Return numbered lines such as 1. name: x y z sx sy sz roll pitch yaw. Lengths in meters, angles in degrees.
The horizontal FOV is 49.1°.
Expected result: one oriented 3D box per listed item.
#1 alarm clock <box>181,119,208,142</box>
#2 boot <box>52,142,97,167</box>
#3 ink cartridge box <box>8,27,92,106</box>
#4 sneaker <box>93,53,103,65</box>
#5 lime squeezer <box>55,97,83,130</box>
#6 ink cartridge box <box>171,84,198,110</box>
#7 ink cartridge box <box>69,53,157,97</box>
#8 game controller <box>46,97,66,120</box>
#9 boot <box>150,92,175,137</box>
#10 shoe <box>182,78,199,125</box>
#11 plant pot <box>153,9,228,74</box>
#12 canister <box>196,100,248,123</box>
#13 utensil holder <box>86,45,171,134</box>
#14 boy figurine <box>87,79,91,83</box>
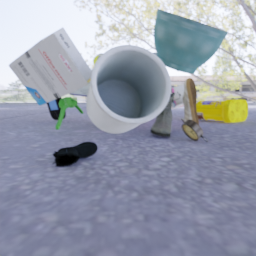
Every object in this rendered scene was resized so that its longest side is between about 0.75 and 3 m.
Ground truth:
1. alarm clock: 1.771 0.101 7.392 0.289 0.585 0.867 -39 55 -13
2. boot: -0.965 0.485 5.164 0.838 0.310 0.687 -8 6 -9
3. ink cartridge box: -2.017 -1.670 7.716 2.600 1.508 0.882 -10 31 45
4. sneaker: -0.860 -2.034 10.162 0.832 0.821 2.179 -38 42 -6
5. lime squeezer: -2.020 -0.687 9.877 0.466 0.872 2.470 -19 11 13
6. ink cartridge box: 1.336 -0.942 10.043 1.965 0.663 1.145 -18 -5 -13
7. ink cartridge box: -0.482 -1.905 10.847 2.680 0.637 2.712 11 56 34
8. game controller: -3.259 -1.348 11.998 1.106 2.120 0.446 -3 17 39
9. boot: 1.097 -0.478 8.506 0.610 1.176 1.800 11 18 6
10. shoe: 1.980 -0.741 9.193 0.491 1.840 0.643 1 32 27
11. plant pot: 1.949 -2.950 9.891 2.535 1.699 2.535 16 24 -7
12. canister: 4.002 -0.802 12.855 1.705 0.993 2.295 -6 8 -40
13. utensil holder: -0.155 -0.879 7.574 1.928 1.928 2.269 -2 -8 -14
14. boy figurine: -1.756 -1.849 8.453 0.900 1.447 0.466 -34 12 47
